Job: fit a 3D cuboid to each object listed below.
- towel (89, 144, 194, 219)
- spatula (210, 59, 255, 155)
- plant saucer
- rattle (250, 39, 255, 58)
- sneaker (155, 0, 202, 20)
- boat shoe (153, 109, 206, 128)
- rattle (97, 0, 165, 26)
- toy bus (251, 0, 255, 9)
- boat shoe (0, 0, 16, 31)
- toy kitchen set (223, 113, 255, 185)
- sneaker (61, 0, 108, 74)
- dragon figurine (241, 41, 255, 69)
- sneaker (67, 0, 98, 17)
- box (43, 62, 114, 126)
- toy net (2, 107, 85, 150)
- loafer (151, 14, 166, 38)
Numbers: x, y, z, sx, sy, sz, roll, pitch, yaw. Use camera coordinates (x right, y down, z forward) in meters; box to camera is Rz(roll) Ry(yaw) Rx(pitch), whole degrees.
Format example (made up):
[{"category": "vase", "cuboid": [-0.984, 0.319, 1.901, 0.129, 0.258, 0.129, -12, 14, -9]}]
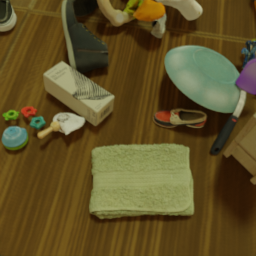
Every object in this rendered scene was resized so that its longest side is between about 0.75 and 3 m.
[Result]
[{"category": "towel", "cuboid": [0.349, 1.333, 7.428, 2.716, 0.495, 2.015, -1, 64, -1]}, {"category": "spatula", "cuboid": [3.022, -0.530, 7.755, 0.812, 0.295, 2.874, 26, 95, -12]}, {"category": "plant saucer", "cuboid": [2.412, -1.651, 8.219, 2.759, 0.531, 2.759, 13, 48, -15]}, {"category": "rattle", "cuboid": [4.596, -2.565, 9.037, 0.922, 1.012, 1.416, 3, 57, -18]}, {"category": "sneaker", "cuboid": [1.795, -4.429, 10.076, 0.768, 1.204, 2.083, -50, 38, 11]}, {"category": "boat shoe", "cuboid": [1.501, -0.311, 8.191, 1.535, 0.480, 0.546, 6, 67, 9]}, {"category": "rattle", "cuboid": [-0.199, -4.715, 8.847, 1.814, 2.786, 1.990, -24, 31, -8]}, {"category": "toy bus", "cuboid": [5.178, -4.588, 9.998, 1.127, 0.937, 2.880, 1, 64, -1]}, {"category": "boat shoe", "cuboid": [-4.692, -4.574, 10.051, 0.892, 0.803, 2.522, -17, 66, -8]}, {"category": "toy kitchen set", "cuboid": [4.481, 0.223, 6.697, 2.959, 2.670, 2.414, -38, 69, -11]}, {"category": "sneaker", "cuboid": [-1.395, -2.986, 9.123, 1.283, 0.903, 2.416, -10, 87, -7]}, {"category": "dragon figurine", "cuboid": [3.806, -2.276, 8.800, 0.438, 0.741, 1.490, 4, 34, 29]}, {"category": "sneaker", "cuboid": [-1.717, -5.154, 10.227, 1.582, 1.056, 2.761, 25, 64, 13]}, {"category": "box", "cuboid": [-1.477, -1.039, 8.362, 2.098, 0.717, 0.862, 34, 57, 14]}, {"category": "toy net", "cuboid": [-2.442, -0.084, 8.155, 2.375, 0.459, 1.246, -6, 49, -5]}, {"category": "loafer", "cuboid": [1.040, -3.623, 9.704, 0.454, 0.455, 1.302, 16, 50, -8]}]
